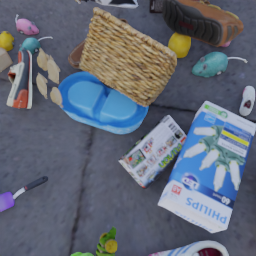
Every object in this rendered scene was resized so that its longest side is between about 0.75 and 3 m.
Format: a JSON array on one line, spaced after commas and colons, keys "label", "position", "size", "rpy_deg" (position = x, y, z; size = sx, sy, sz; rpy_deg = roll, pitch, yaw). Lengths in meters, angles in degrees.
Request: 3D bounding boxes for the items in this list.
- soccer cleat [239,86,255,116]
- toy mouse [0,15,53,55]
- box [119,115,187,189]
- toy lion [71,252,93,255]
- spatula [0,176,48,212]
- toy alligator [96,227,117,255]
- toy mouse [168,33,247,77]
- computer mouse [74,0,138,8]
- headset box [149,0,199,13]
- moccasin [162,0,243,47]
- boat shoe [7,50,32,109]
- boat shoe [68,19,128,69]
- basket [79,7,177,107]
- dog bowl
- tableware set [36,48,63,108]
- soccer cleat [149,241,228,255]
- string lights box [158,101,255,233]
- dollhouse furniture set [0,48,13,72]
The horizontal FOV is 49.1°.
[{"label": "soccer cleat", "position": [3.628, -0.866, 8.375], "size": [0.376, 0.465, 1.076], "rpy_deg": [19, 68, 8]}, {"label": "toy mouse", "position": [-3.443, -3.074, 9.352], "size": [1.776, 0.387, 1.998], "rpy_deg": [-1, 67, 0]}, {"label": "box", "position": [0.754, 0.621, 7.574], "size": [1.862, 0.323, 1.025], "rpy_deg": [-42, 97, -19]}, {"label": "toy lion", "position": [-0.734, 3.559, 6.179], "size": [1.799, 0.618, 1.724], "rpy_deg": [-30, 72, 10]}, {"label": "spatula", "position": [-2.808, 1.686, 7.370], "size": [1.582, 0.163, 0.447], "rpy_deg": [-29, 64, 1]}, {"label": "toy alligator", "position": [-0.503, 2.816, 5.796], "size": [0.371, 0.512, 1.544], "rpy_deg": [7, 87, -22]}, {"label": "toy mouse", "position": [2.655, -2.659, 9.008], "size": [2.593, 0.565, 2.917], "rpy_deg": [23, 72, 8]}, {"label": "computer mouse", "position": [-0.566, -3.224, 6.760], "size": [1.818, 0.399, 0.997], "rpy_deg": [-9, 37, -30]}, {"label": "headset box", "position": [1.689, -4.811, 9.918], "size": [1.840, 0.711, 1.369], "rpy_deg": [2, 67, 3]}, {"label": "moccasin", "position": [2.070, -3.310, 8.284], "size": [1.116, 1.058, 2.891], "rpy_deg": [-25, 39, -23]}, {"label": "boat shoe", "position": [-3.246, -1.514, 8.384], "size": [0.655, 0.745, 2.094], "rpy_deg": [3, 62, -25]}, {"label": "boat shoe", "position": [-0.932, -2.767, 8.915], "size": [2.337, 0.839, 0.885], "rpy_deg": [-40, 82, -14]}, {"label": "basket", "position": [0.157, -2.009, 7.473], "size": [2.324, 1.731, 1.659], "rpy_deg": [32, 38, 10]}, {"label": "dog bowl", "position": [-0.734, -0.680, 8.110], "size": [2.660, 0.659, 1.483], "rpy_deg": [18, 64, 10]}, {"label": "tableware set", "position": [-2.139, -1.332, 7.547], "size": [0.178, 1.534, 1.282], "rpy_deg": [-22, 51, -34]}, {"label": "soccer cleat", "position": [1.084, 3.165, 6.325], "size": [2.515, 1.086, 0.878], "rpy_deg": [-19, 68, -7]}, {"label": "string lights box", "position": [2.011, 0.893, 6.978], "size": [1.478, 0.848, 2.875], "rpy_deg": [26, 63, 5]}, {"label": "dollhouse furniture set", "position": [-4.860, -2.670, 8.809], "size": [2.120, 1.099, 0.938], "rpy_deg": [39, 71, 15]}]
